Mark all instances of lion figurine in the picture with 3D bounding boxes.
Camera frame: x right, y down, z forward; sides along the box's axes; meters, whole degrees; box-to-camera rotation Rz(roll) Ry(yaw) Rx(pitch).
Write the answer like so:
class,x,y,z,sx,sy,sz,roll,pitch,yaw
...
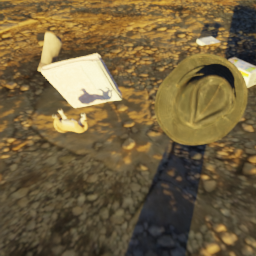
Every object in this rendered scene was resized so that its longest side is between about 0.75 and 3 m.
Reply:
class,x,y,z,sx,sy,sz,roll,pitch,yaw
lion figurine,-1.491,-0.084,7.332,1.268,0.777,0.460,17,55,27

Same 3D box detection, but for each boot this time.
class,x,y,z,sx,sy,sz,roll,pitch,yaw
boot,-2.650,-2.402,9.312,0.576,1.199,1.641,24,-2,-6

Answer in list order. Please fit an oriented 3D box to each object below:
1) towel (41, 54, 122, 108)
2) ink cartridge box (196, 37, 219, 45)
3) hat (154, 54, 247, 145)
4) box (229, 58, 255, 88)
class,x,y,z,sx,sy,sz,roll,pitch,yaw
towel,-1.297,-1.270,8.215,1.786,1.870,0.301,-8,57,19
ink cartridge box,4.553,-4.856,15.880,1.003,0.218,0.871,-16,43,-19
hat,1.797,-0.551,6.577,2.345,2.345,0.946,1,14,1
box,5.001,-2.480,12.550,0.813,0.733,1.446,-24,45,-28
